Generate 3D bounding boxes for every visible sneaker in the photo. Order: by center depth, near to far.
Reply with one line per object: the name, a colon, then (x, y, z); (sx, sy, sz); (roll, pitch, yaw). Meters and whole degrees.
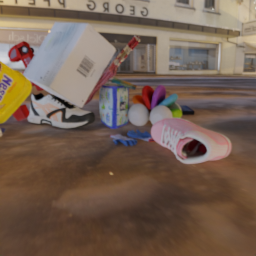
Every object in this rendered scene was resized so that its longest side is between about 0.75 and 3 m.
sneaker: (1.245, 0.271, 6.801); (2.195, 0.826, 1.147); (17, 16, 40)
sneaker: (-2.473, -0.643, 10.000); (2.859, 1.143, 1.054); (8, 12, 24)

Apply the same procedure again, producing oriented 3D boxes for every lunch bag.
lunch bag: (-0.519, -0.855, 10.153); (1.105, 1.475, 1.735); (-1, 13, -3)

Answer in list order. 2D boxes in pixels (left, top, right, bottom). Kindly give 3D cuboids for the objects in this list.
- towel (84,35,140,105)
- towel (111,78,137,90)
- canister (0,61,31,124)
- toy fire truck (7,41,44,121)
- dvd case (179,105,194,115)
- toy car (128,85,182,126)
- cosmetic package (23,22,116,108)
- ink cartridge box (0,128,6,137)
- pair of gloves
towel: (-0.604, -2.127, 10.162); (2.010, 0.317, 2.790); (-37, 17, 44)
towel: (-0.137, -1.509, 9.614); (0.863, 0.094, 0.633); (20, 20, 0)
canister: (-3.392, -1.018, 6.445); (0.856, 1.470, 1.979); (40, -2, 22)
toy fire truck: (-4.016, -1.747, 10.637); (1.803, 2.557, 0.623); (-25, 9, 8)
dvd case: (1.731, -0.807, 12.707); (2.193, 0.192, 1.564); (0, 15, -2)
toy car: (1.000, -0.828, 10.107); (1.923, 1.442, 1.683); (7, 15, 28)
cosmetic package: (-1.959, -2.106, 9.048); (2.188, 2.182, 1.345); (24, -8, 47)
ink cartridge box: (-4.098, 0.121, 6.607); (1.858, 0.378, 1.862); (13, 26, -9)
pair of gloves: (0.125, 0.278, 8.263); (1.400, 0.160, 1.126); (-7, 15, -31)
